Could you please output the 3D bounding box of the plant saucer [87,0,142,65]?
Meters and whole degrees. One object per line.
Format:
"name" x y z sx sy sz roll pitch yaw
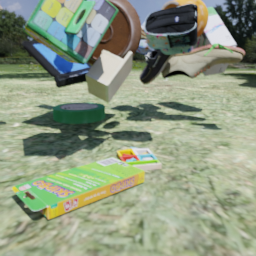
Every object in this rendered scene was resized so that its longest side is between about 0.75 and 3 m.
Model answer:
"plant saucer" -0.600 -2.432 7.109 1.863 1.863 0.321 3 17 12

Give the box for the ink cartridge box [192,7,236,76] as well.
"ink cartridge box" 3.415 -3.614 11.849 0.965 2.298 1.664 -14 -27 -7

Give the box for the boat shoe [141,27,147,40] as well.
"boat shoe" 0.282 -2.774 8.113 0.468 0.457 1.237 -1 16 13

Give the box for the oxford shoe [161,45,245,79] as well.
"oxford shoe" 2.565 -2.240 9.942 2.906 1.073 1.028 0 -9 26

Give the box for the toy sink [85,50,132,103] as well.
"toy sink" -0.465 -1.365 6.867 0.658 1.174 0.765 28 -23 11

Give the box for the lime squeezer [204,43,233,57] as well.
"lime squeezer" 2.549 -2.225 7.876 0.921 0.325 0.174 -9 -6 -14

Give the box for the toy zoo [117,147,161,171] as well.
"toy zoo" 0.214 0.745 6.943 0.863 0.135 1.315 -4 15 -13

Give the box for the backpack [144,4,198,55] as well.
"backpack" 1.031 -2.354 6.751 1.253 0.944 1.113 0 56 13

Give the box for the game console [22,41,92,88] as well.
"game console" -1.596 -2.486 9.675 2.550 1.687 2.899 -9 15 21

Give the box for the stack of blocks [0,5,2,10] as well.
"stack of blocks" -4.153 -3.430 7.660 1.120 0.645 0.328 -19 23 -7

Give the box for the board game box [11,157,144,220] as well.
"board game box" -0.889 1.073 5.356 2.310 0.346 1.104 -9 16 -39

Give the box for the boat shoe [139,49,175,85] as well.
"boat shoe" 0.967 -2.488 9.596 0.792 2.525 0.917 21 50 -21

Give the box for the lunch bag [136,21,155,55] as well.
"lunch bag" 0.782 -3.700 11.281 1.231 1.537 0.581 30 -12 42

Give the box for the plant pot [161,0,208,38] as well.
"plant pot" 1.809 -3.810 9.692 1.485 1.485 1.359 11 18 36

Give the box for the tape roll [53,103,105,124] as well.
"tape roll" -2.006 -0.644 11.507 2.109 0.507 2.109 0 15 0

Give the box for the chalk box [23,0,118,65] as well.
"chalk box" -1.211 -2.195 5.692 1.317 1.323 2.127 32 0 -26
